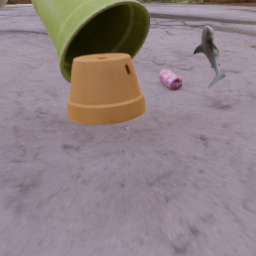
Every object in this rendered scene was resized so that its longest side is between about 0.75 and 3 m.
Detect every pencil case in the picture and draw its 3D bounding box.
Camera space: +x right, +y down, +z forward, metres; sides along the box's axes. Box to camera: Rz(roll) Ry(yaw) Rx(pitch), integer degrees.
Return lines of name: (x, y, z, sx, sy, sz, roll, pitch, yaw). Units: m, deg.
pencil case: (1.660, -1.925, 11.037, 0.539, 0.516, 1.246, -6, 28, -16)

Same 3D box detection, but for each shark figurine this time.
shark figurine: (2.124, -1.952, 7.548, 0.650, 1.557, 0.930, -15, 20, 17)

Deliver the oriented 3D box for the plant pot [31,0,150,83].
plant pot: (-1.067, -2.551, 6.494, 2.337, 2.337, 2.149, -24, 68, -37)

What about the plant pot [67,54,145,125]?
plant pot: (-0.361, -0.640, 4.224, 1.214, 0.849, 1.214, -4, 21, 1)

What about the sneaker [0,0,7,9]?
sneaker: (-3.461, -2.660, 5.975, 1.730, 0.608, 0.693, -9, 33, 0)
